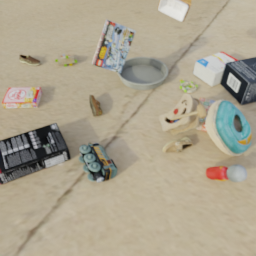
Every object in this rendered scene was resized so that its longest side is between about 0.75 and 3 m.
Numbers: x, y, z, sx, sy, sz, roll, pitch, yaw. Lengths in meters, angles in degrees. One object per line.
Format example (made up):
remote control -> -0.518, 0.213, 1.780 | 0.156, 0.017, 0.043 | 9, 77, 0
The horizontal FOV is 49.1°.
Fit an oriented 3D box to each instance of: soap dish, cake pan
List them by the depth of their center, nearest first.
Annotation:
soap dish -> 1.757, -4.635, 10.542 | 1.160, 0.913, 0.471 | 28, 70, 4
cake pan -> 0.734, -2.801, 14.421 | 2.614, 0.479, 2.614 | 0, 45, 0

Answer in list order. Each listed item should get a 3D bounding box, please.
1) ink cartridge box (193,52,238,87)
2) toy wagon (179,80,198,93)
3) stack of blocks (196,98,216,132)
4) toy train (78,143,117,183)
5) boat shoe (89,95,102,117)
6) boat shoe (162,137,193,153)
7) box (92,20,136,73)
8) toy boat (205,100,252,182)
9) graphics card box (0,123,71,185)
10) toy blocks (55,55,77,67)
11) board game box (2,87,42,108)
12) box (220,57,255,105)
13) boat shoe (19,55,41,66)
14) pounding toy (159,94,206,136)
ink cartridge box -> 4.800, -3.155, 14.535 | 2.445, 0.822, 1.420 | -24, 49, -24
toy wagon -> 2.919, -2.078, 13.888 | 0.770, 0.196, 0.992 | -23, 48, -23
stack of blocks -> 3.365, -0.567, 12.121 | 0.928, 0.472, 1.611 | 16, 47, 16
toy train -> -1.131, 1.219, 10.161 | 1.021, 0.763, 1.792 | -9, 41, -27
boat shoe -> -1.467, -1.005, 12.647 | 0.431, 0.456, 1.268 | -8, 54, -15
boat shoe -> 1.933, 0.713, 10.822 | 1.280, 0.456, 0.413 | -19, 47, -20
box -> -0.623, -3.464, 12.059 | 1.331, 1.943, 0.388 | 10, 23, -32
toy boat -> 3.694, 0.564, 9.961 | 1.359, 2.459, 2.925 | -9, 54, 47
graphics card box -> -3.672, 0.888, 10.481 | 2.646, 0.673, 1.660 | -21, 47, -19
toy blocks -> -3.450, -3.812, 15.504 | 1.165, 0.582, 0.796 | -9, 34, -11
board game box -> -4.926, -1.414, 13.077 | 1.546, 0.358, 1.171 | -2, 44, -2
box -> 6.016, -2.320, 13.323 | 2.442, 1.307, 1.812 | -13, 46, -13
boat shoe -> -5.443, -3.759, 15.414 | 1.286, 0.476, 0.475 | 11, 45, 11
pounding toy -> 2.001, -0.655, 10.831 | 1.285, 2.240, 1.281 | 20, 60, -34
